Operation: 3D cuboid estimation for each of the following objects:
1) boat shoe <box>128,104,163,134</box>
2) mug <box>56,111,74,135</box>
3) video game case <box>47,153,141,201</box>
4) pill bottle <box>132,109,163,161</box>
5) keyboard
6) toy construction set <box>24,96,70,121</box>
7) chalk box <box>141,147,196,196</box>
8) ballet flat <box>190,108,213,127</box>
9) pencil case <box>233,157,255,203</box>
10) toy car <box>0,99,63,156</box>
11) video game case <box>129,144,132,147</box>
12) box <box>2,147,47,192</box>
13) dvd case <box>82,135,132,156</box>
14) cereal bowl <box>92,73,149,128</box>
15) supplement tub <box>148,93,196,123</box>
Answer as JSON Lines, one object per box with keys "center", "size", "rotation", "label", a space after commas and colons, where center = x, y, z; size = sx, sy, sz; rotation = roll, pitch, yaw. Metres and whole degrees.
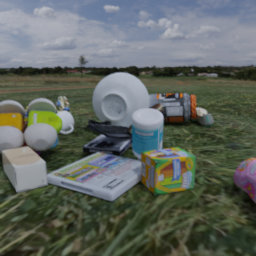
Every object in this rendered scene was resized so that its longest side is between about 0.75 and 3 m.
{"center": [0.801, -0.227, 10.832], "size": [1.858, 0.687, 0.686], "rotation": [-39, 14, 41], "label": "boat shoe"}
{"center": [-3.338, -0.120, 13.998], "size": [1.313, 0.970, 1.151], "rotation": [33, 40, 21], "label": "mug"}
{"center": [-0.745, 1.373, 8.573], "size": [2.332, 0.283, 2.562], "rotation": [8, 15, 30], "label": "video game case"}
{"center": [0.622, 0.347, 9.184], "size": [0.998, 1.801, 0.998], "rotation": [-1, 32, 1], "label": "pill bottle"}
{"center": [-0.701, -0.001, 11.308], "size": [1.750, 0.284, 2.754], "rotation": [22, 8, 27], "label": "keyboard"}
{"center": [-4.639, -0.942, 16.935], "size": [1.931, 1.356, 2.944], "rotation": [10, 27, 39], "label": "toy construction set"}
{"center": [1.262, 1.161, 7.898], "size": [1.584, 0.989, 0.982], "rotation": [-6, 14, -19], "label": "chalk box"}
{"center": [4.321, -0.784, 16.653], "size": [0.917, 0.867, 2.721], "rotation": [-18, 14, -1], "label": "ballet flat"}
{"center": [3.351, 1.482, 6.473], "size": [1.035, 1.035, 2.367], "rotation": [0, 11, -1], "label": "pencil case"}
{"center": [-3.672, 0.221, 10.184], "size": [2.581, 1.936, 2.259], "rotation": [-6, 40, -13], "label": "toy car"}
{"center": [-0.007, 0.441, 12.566], "size": [1.637, 0.194, 1.490], "rotation": [9, 21, 28], "label": "video game case"}
{"center": [-3.134, 1.178, 8.383], "size": [0.890, 0.729, 1.875], "rotation": [-9, 15, -33], "label": "box"}
{"center": [-0.721, 0.643, 11.084], "size": [1.484, 0.244, 1.975], "rotation": [4, 13, 15], "label": "dvd case"}
{"center": [-0.486, -1.164, 13.513], "size": [2.863, 2.863, 1.192], "rotation": [4, 20, 18], "label": "cereal bowl"}
{"center": [2.477, -1.143, 16.176], "size": [2.780, 1.703, 1.703], "rotation": [-2, 12, 11], "label": "supplement tub"}
